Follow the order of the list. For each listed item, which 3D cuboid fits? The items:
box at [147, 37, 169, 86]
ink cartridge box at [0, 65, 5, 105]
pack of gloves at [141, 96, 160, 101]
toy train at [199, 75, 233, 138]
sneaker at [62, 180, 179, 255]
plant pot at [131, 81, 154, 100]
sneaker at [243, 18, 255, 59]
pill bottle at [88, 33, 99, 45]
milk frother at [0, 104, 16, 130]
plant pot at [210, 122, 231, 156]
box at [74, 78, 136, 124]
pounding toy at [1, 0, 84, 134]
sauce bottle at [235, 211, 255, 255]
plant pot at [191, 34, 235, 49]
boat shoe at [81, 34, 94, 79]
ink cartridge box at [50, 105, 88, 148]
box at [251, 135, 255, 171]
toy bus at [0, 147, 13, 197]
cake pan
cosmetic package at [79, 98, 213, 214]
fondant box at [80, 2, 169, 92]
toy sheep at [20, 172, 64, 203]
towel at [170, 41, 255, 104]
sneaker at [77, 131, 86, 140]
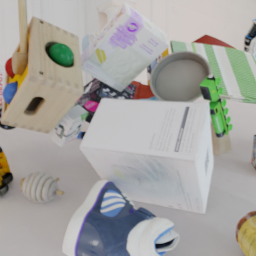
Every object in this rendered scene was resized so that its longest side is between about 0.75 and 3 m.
[{"bbox_3d":[1.085,-2.570,10.439,0.373,1.800,1.072,7,-20,-26],"label":"box"},{"bbox_3d":[-3.440,-1.078,9.688,2.654,1.921,1.119,-2,9,-35],"label":"ink cartridge box"},{"bbox_3d":[0.608,-0.305,7.139,1.551,1.303,0.306,-14,58,-15],"label":"pack of gloves"},{"bbox_3d":[1.931,-0.406,6.123,0.345,1.652,0.466,18,56,46],"label":"toy train"},{"bbox_3d":[0.027,1.651,4.779,1.641,0.903,2.241,12,8,8],"label":"sneaker"},{"bbox_3d":[0.978,-0.481,11.247,2.711,2.787,2.787,9,12,4],"label":"plant pot"},{"bbox_3d":[4.377,-2.924,10.033,0.734,2.027,0.728,-5,37,-17],"label":"sneaker"},{"bbox_3d":[-0.950,-3.081,9.795,0.448,0.448,0.806,11,22,44],"label":"pill bottle"},{"bbox_3d":[-3.163,-0.390,6.804,0.832,0.922,0.867,-30,23,-17],"label":"milk frother"},{"bbox_3d":[3.153,0.333,10.610,1.175,1.041,1.176,-11,16,-44],"label":"plant pot"},{"bbox_3d":[-0.769,-0.848,8.700,1.167,1.013,1.766,27,-30,-29],"label":"box"},{"bbox_3d":[-1.965,-1.374,5.944,1.537,1.990,2.161,15,-40,-35],"label":"pounding toy"},{"bbox_3d":[2.139,1.907,3.409,0.805,0.805,2.440,-1,12,-3],"label":"sauce bottle"},{"bbox_3d":[2.745,-2.332,10.204,1.692,1.491,1.691,-35,-15,-23],"label":"plant pot"},{"bbox_3d":[-1.606,-3.061,12.910,0.820,2.319,1.052,-19,13,-10],"label":"boat shoe"},{"bbox_3d":[-1.436,-0.048,6.848,0.380,0.904,0.660,37,31,11],"label":"ink cartridge box"},{"bbox_3d":[3.965,0.820,8.329,0.283,0.970,1.417,2,11,13],"label":"box"},{"bbox_3d":[-3.725,1.172,6.813,1.461,1.033,1.522,-16,17,-11],"label":"toy bus"},{"bbox_3d":[1.217,-1.127,6.530,1.421,1.421,0.261,5,-20,22],"label":"cake pan"},{"bbox_3d":[0.523,0.600,5.770,2.160,2.153,1.328,6,55,24],"label":"cosmetic package"},{"bbox_3d":[-0.139,-1.924,7.055,1.374,1.905,0.555,25,40,-33],"label":"fondant box"},{"bbox_3d":[-1.967,1.347,6.394,1.106,0.763,0.763,7,12,12],"label":"toy sheep"},{"bbox_3d":[2.786,-1.676,8.508,2.896,2.209,0.339,3,-32,-12],"label":"towel"},{"bbox_3d":[-2.116,0.314,12.392,0.967,0.371,0.538,5,2,-6],"label":"sneaker"}]
